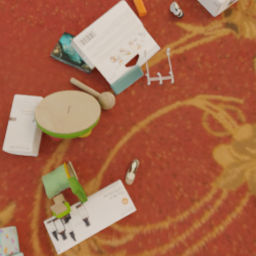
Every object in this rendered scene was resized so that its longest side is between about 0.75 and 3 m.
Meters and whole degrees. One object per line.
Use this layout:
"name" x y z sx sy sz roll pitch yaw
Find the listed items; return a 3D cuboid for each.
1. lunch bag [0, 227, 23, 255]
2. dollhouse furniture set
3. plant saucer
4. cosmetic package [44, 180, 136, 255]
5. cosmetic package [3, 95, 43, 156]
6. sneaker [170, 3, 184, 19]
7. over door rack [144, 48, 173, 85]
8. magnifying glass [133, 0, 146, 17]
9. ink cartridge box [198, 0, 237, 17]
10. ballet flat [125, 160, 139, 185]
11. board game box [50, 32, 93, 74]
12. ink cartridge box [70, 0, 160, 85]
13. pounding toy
"lunch bag" -3.963 3.979 8.719 0.950 1.327 1.557 -17 74 -4
"dollhouse furniture set" -2.258 1.829 9.222 1.179 0.904 1.800 -29 51 -9
"plant saucer" -0.009 -1.849 10.815 1.433 0.136 0.501 -39 122 -13
"cosmetic package" -1.226 2.935 9.342 2.816 0.713 1.162 -28 77 -8
"cosmetic package" -3.709 -0.080 10.171 1.053 0.767 2.071 4 73 1
"sneaker" 2.089 -4.883 11.783 0.501 0.328 0.896 26 38 -33
"over door rack" 1.188 -2.353 10.940 1.027 0.463 1.390 -6 81 -3
"magnifying glass" 0.205 -5.958 12.103 1.052 0.296 2.644 -18 73 -5
"ink cartridge box" 4.012 -6.018 11.739 2.211 0.947 1.632 -38 78 -8
"ballet flat" 0.131 1.551 9.938 0.317 0.314 0.933 16 75 4
"board game box" -2.056 -3.018 11.259 1.777 0.250 1.202 25 76 7
"ink cartridge box" -0.441 -3.229 11.047 2.755 0.600 2.391 -44 104 -16
"pounding toy" -1.947 -0.338 10.167 2.216 1.332 2.871 22 46 17
